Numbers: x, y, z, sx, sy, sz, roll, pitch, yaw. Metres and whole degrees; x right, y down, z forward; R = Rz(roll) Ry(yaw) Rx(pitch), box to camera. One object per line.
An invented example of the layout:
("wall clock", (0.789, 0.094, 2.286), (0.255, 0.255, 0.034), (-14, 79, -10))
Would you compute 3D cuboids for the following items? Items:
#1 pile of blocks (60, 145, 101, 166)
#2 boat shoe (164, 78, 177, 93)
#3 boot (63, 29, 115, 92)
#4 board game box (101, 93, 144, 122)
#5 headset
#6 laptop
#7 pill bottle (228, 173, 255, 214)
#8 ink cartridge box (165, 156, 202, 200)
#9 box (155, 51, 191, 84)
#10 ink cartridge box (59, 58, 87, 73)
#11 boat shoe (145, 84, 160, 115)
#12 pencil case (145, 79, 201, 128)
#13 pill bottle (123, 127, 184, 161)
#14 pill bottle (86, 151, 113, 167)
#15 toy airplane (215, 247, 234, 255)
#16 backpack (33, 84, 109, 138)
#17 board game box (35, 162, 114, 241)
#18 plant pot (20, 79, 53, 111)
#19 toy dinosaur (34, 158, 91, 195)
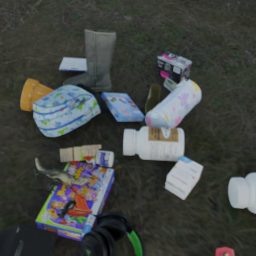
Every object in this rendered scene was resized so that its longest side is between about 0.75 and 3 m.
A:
("pile of blocks", (-1.679, 0.998, 9.859), (2.031, 0.631, 0.834), (-10, -8, 44))
("boat shoe", (2.238, -1.999, 13.793), (0.463, 0.399, 1.285), (-33, 54, -26))
("boot", (-1.870, -3.138, 13.157), (2.589, 2.847, 1.033), (-3, 36, -6))
("board game box", (-0.260, -0.942, 12.500), (1.345, 0.325, 1.779), (-1, 40, -35))
("headset", (-0.786, 3.159, 8.018), (2.816, 1.323, 1.739), (45, 30, 2))
("laptop", (-3.128, 3.767, 7.990), (1.782, 1.033, 1.669), (14, 51, -3))
("pill bottle", (4.615, 2.140, 9.167), (2.352, 1.305, 1.305), (1, 46, 1))
("ink cartridge box", (1.904, 1.800, 9.848), (0.818, 0.797, 1.273), (29, 53, 25))
("box", (2.326, -3.121, 14.435), (1.580, 1.044, 0.906), (32, 54, 27))
("ink cartridge box", (-2.753, -3.240, 14.828), (1.587, 0.323, 1.590), (3, 35, -3))
("boat shoe", (1.142, -1.194, 12.906), (0.630, 0.579, 1.762), (11, 62, 1))
("pencil case", (1.996, -0.891, 12.079), (1.232, 1.345, 2.965), (29, 53, 25))
("pill bottle", (0.943, 0.593, 10.682), (2.209, 1.263, 1.263), (3, 46, 2))
("pill bottle", (-1.010, 1.092, 10.039), (0.896, 0.537, 0.537), (5, 46, 8))
("toy airplane", (2.131, 4.576, 7.340), (2.702, 0.497, 2.702), (0, 62, 0))
("backpack", (-2.584, -0.752, 11.680), (2.707, 2.081, 2.208), (-45, 44, -16))
("board game box", (-1.650, 2.342, 9.331), (1.721, 0.573, 2.559), (10, 42, 10))
("plant pot", (-3.961, -1.353, 12.624), (1.305, 1.425, 1.425), (14, 46, -8))
("toy dinosaur", (-2.450, 1.599, 9.214), (2.474, 0.587, 1.090), (17, 16, 22))
